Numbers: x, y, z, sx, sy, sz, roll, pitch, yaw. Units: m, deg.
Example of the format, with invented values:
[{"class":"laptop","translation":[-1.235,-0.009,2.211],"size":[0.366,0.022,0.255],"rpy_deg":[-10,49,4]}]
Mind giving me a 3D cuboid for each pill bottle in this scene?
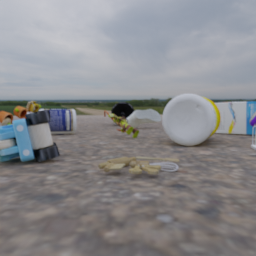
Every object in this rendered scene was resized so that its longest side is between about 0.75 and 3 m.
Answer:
[{"class":"pill bottle","translation":[2.096,-0.277,8.794],"size":[1.458,1.458,2.669],"rpy_deg":[2,4,23]},{"class":"pill bottle","translation":[-0.301,-0.932,18.486],"size":[1.507,1.507,2.694],"rpy_deg":[0,3,2]},{"class":"pill bottle","translation":[-3.110,-0.243,11.382],"size":[1.877,1.043,1.043],"rpy_deg":[-1,4,-19]}]

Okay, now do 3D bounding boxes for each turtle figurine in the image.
[{"class":"turtle figurine","translation":[-0.154,-0.097,10.197],"size":[1.256,0.502,1.557],"rpy_deg":[36,-11,40]}]

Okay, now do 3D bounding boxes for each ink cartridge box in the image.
[{"class":"ink cartridge box","translation":[4.709,-0.426,11.856],"size":[1.842,1.333,1.356],"rpy_deg":[2,4,42]}]

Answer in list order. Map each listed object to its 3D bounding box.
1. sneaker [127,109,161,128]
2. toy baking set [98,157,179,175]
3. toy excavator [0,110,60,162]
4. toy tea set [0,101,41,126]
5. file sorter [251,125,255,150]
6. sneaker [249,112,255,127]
[{"class":"sneaker","translation":[0.777,-0.472,15.389],"size":[2.000,0.737,1.156],"rpy_deg":[5,-28,-38]},{"class":"toy baking set","translation":[0.220,0.658,4.766],"size":[1.082,0.164,1.410],"rpy_deg":[7,7,38]},{"class":"toy excavator","translation":[-2.364,0.322,5.299],"size":[1.941,0.970,1.888],"rpy_deg":[-14,6,-16]},{"class":"toy tea set","translation":[-4.181,-0.230,11.175],"size":[0.824,1.324,2.227],"rpy_deg":[25,25,15]},{"class":"file sorter","translation":[3.582,0.260,7.005],"size":[0.707,0.634,1.018],"rpy_deg":[1,3,9]},{"class":"sneaker","translation":[5.181,-0.445,9.951],"size":[1.691,0.841,0.588],"rpy_deg":[-42,-31,27]}]
